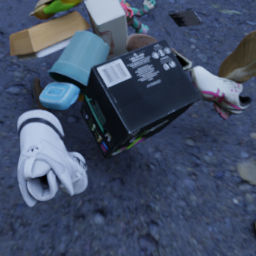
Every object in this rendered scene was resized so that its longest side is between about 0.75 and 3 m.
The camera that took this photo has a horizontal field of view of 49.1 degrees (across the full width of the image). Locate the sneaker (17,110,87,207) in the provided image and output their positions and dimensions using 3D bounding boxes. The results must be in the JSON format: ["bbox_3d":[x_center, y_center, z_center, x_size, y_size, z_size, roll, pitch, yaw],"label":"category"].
[{"bbox_3d":[-1.589,1.082,6.119,1.055,2.808,1.614,-15,46,2],"label":"sneaker"}]

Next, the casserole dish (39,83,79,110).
[{"bbox_3d":[-2.115,-1.000,8.394,1.487,0.289,0.901,11,62,38],"label":"casserole dish"}]

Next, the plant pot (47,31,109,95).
[{"bbox_3d":[-1.468,-2.077,8.976,1.656,1.656,1.622,20,79,16],"label":"plant pot"}]

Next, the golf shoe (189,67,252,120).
[{"bbox_3d":[2.925,-1.257,8.882,1.175,2.552,0.927,-30,45,33],"label":"golf shoe"}]

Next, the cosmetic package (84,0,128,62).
[{"bbox_3d":[-0.696,-3.554,10.241,1.040,2.383,1.232,-25,69,-5],"label":"cosmetic package"}]

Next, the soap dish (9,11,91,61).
[{"bbox_3d":[-2.735,-3.155,9.597,1.859,0.960,2.363,9,39,46],"label":"soap dish"}]

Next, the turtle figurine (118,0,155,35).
[{"bbox_3d":[-0.087,-4.659,11.111,2.134,2.850,1.435,34,84,17],"label":"turtle figurine"}]

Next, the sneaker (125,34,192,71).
[{"bbox_3d":[1.165,-2.669,9.878,2.562,0.902,0.968,14,5,-29],"label":"sneaker"}]

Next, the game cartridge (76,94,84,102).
[{"bbox_3d":[-1.757,-1.317,9.937,0.837,0.136,0.738,16,69,35],"label":"game cartridge"}]

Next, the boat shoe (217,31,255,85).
[{"bbox_3d":[3.670,-2.000,8.349,0.966,2.794,1.030,12,81,-5],"label":"boat shoe"}]

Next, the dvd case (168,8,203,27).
[{"bbox_3d":[1.955,-3.739,9.547,1.013,0.761,0.125,15,77,47],"label":"dvd case"}]

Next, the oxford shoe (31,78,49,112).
[{"bbox_3d":[-3.641,-1.354,11.728,0.795,0.684,1.883,-9,60,-15],"label":"oxford shoe"}]

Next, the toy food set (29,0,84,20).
[{"bbox_3d":[-2.232,-4.036,9.314,1.974,0.574,2.860,-25,18,-19],"label":"toy food set"}]

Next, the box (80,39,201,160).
[{"bbox_3d":[0.106,-0.588,7.505,2.110,2.841,1.766,-26,80,-21],"label":"box"}]
